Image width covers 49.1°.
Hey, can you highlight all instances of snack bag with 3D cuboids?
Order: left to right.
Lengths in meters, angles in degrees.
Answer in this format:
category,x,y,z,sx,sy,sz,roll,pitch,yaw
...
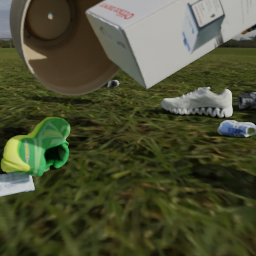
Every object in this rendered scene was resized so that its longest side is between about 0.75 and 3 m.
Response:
category,x,y,z,sx,sy,sz,roll,pitch,yaw
snack bag,-2.261,1.068,5.437,0.769,0.087,0.816,-7,20,-23

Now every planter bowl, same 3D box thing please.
category,x,y,z,sx,sy,sz,roll,pitch,yaw
planter bowl,-1.377,-2.256,6.029,2.626,2.626,1.767,-16,40,-40

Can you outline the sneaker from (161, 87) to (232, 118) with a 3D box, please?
category,x,y,z,sx,sy,sz,roll,pitch,yaw
sneaker,2.517,-1.012,10.333,2.568,1.041,0.965,4,20,16

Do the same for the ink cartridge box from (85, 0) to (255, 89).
category,x,y,z,sx,sy,sz,roll,pitch,yaw
ink cartridge box,0.846,-2.125,5.084,2.699,1.159,1.976,-33,38,-5

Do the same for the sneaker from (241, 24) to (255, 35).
category,x,y,z,sx,sy,sz,roll,pitch,yaw
sneaker,3.036,-3.265,6.962,0.667,1.728,0.676,-4,13,35

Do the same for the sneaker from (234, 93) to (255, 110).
category,x,y,z,sx,sy,sz,roll,pitch,yaw
sneaker,4.936,-0.957,10.724,1.075,0.713,1.889,-7,13,-18

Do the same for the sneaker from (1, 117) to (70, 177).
category,x,y,z,sx,sy,sz,roll,pitch,yaw
sneaker,-1.811,0.476,6.313,1.060,0.940,2.538,23,19,1

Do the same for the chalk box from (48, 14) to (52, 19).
category,x,y,z,sx,sy,sz,roll,pitch,yaw
chalk box,-2.672,-3.080,8.003,0.755,0.751,1.214,40,-6,14

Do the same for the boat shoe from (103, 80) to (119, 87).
category,x,y,z,sx,sy,sz,roll,pitch,yaw
boat shoe,-1.070,-2.515,15.906,1.074,0.396,0.367,8,16,25

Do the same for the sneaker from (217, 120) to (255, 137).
category,x,y,z,sx,sy,sz,roll,pitch,yaw
sneaker,3.166,0.027,8.042,1.186,0.449,0.457,-3,15,-4
